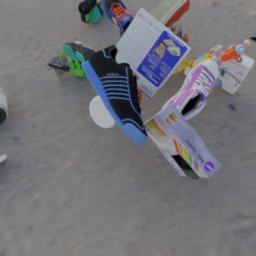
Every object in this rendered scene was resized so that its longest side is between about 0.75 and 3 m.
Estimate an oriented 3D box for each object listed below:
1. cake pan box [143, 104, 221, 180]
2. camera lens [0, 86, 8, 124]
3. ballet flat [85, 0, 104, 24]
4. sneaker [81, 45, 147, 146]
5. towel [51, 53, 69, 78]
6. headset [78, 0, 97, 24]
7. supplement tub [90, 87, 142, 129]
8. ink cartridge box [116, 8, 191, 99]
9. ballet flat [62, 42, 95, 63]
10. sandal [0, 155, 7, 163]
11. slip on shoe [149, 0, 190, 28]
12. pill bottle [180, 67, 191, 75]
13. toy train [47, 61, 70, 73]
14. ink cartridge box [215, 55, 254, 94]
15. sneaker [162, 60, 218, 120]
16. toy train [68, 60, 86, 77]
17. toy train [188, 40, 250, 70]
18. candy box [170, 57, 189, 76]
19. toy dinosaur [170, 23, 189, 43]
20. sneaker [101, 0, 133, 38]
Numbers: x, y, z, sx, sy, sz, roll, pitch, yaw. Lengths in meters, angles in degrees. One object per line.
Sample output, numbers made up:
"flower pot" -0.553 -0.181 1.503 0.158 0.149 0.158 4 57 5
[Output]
"cake pan box" 1.443 0.483 8.122 0.578 2.037 2.212 -38 92 -12
"camera lens" -5.053 -0.852 10.187 1.163 1.163 1.454 -17 52 -13
"ballet flat" -1.733 -6.173 14.784 0.829 0.895 2.540 4 43 37
"sneaker" -0.142 -0.978 7.738 1.163 1.047 2.986 -34 76 7
"towel" -2.782 -2.610 11.684 0.691 0.962 0.110 -36 56 -22
"headset" -1.680 -4.876 10.987 0.711 1.512 0.934 22 57 3
"supplement tub" -0.331 -0.794 9.243 1.091 1.091 1.780 29 39 21
"ink cartridge box" 0.659 -2.484 9.536 2.122 2.147 0.505 40 26 4
"ballet flat" -1.851 -2.970 10.933 0.765 0.765 2.093 -30 38 -21
"sandal" -4.406 1.374 8.931 1.340 0.545 0.329 -43 104 -29
"slip on shoe" 1.395 -4.296 11.162 2.959 0.905 1.096 -45 50 -7
"pill bottle" 2.424 -2.579 11.884 0.527 0.527 0.947 -37 64 -25
"toy train" -1.987 -1.772 8.026 0.916 0.156 0.210 20 84 32
"ink cartridge box" 4.041 -2.162 10.872 1.008 1.377 0.591 34 53 14
"sneaker" 2.121 -1.092 8.242 0.885 1.392 2.441 39 80 -11
"toy train" -1.324 -2.302 11.037 2.905 0.819 0.606 17 47 42
"toy train" 3.104 -2.332 9.746 1.805 0.668 2.403 -26 14 4
"candy box" 1.493 -2.408 10.978 0.859 1.681 0.222 38 50 -28
"toy dinosaur" 2.057 -3.395 11.198 2.185 1.147 1.983 24 26 -36
"sneaker" -0.185 -4.606 11.859 0.972 1.012 2.581 -38 102 -7
